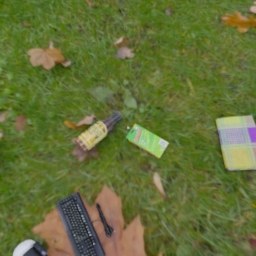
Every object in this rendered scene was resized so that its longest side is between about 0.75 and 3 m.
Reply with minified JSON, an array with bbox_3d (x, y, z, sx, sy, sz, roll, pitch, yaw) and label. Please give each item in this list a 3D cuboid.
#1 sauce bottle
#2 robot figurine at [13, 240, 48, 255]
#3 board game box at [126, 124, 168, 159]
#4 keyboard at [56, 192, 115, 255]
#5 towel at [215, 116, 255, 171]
[{"bbox_3d":[-1.084,0.088,10.640,1.990,0.657,0.657,-42,72,-17],"label":"sauce bottle"},{"bbox_3d":[-2.933,4.136,8.690,1.344,0.838,1.009,39,68,16],"label":"robot figurine"},{"bbox_3d":[0.718,0.495,10.680,1.480,0.222,0.707,31,68,9],"label":"board game box"},{"bbox_3d":[-1.376,3.245,9.423,1.473,0.239,2.318,-25,69,-11],"label":"keyboard"},{"bbox_3d":[4.246,0.580,10.632,1.563,0.248,2.176,-5,65,-1],"label":"towel"}]
